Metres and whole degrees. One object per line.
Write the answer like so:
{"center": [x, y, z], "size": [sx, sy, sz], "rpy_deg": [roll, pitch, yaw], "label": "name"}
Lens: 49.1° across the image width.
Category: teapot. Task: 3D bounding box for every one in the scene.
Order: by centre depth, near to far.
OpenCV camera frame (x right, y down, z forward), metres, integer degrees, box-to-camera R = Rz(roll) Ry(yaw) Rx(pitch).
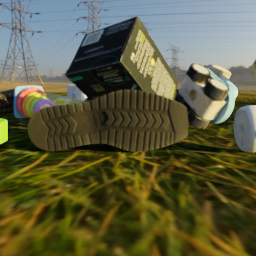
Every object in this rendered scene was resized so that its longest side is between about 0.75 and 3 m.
{"center": [2.313, 0.010, 4.909], "size": [0.655, 0.897, 0.886], "rpy_deg": [-3, -36, 1], "label": "teapot"}

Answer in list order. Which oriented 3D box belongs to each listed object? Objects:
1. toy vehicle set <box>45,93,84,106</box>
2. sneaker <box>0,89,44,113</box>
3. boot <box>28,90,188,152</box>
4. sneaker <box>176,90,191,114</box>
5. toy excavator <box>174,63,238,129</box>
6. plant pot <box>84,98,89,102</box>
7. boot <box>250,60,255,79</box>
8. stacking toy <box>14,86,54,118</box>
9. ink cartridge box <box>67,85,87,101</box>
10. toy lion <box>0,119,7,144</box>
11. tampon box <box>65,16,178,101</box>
{"center": [-2.626, -0.932, 10.976], "size": [1.858, 0.246, 1.154], "rpy_deg": [13, 25, 11], "label": "toy vehicle set"}
{"center": [-4.938, -1.036, 11.776], "size": [2.822, 1.055, 1.499], "rpy_deg": [-10, 17, -14], "label": "sneaker"}
{"center": [-0.306, -0.182, 5.791], "size": [2.827, 1.095, 1.955], "rpy_deg": [1, 4, 4], "label": "boot"}
{"center": [1.288, -0.710, 8.855], "size": [2.357, 0.882, 1.252], "rpy_deg": [-15, 1, 8], "label": "sneaker"}
{"center": [2.572, -1.126, 8.393], "size": [2.551, 1.274, 2.480], "rpy_deg": [2, 39, -31], "label": "toy excavator"}
{"center": [-0.945, -0.676, 9.425], "size": [0.809, 0.900, 0.900], "rpy_deg": [-5, 7, 20], "label": "plant pot"}
{"center": [4.642, -1.518, 7.707], "size": [0.883, 2.439, 2.029], "rpy_deg": [-11, -26, -30], "label": "boot"}
{"center": [-2.951, -0.682, 9.455], "size": [1.113, 1.177, 2.028], "rpy_deg": [-10, 24, -42], "label": "stacking toy"}
{"center": [-1.960, -1.389, 12.858], "size": [1.194, 1.174, 1.623], "rpy_deg": [-5, 11, -33], "label": "ink cartridge box"}
{"center": [-3.405, 0.016, 4.812], "size": [2.702, 0.928, 2.590], "rpy_deg": [1, 5, -4], "label": "toy lion"}
{"center": [-0.043, -1.187, 6.805], "size": [1.646, 1.386, 2.196], "rpy_deg": [-4, -35, 35], "label": "tampon box"}
